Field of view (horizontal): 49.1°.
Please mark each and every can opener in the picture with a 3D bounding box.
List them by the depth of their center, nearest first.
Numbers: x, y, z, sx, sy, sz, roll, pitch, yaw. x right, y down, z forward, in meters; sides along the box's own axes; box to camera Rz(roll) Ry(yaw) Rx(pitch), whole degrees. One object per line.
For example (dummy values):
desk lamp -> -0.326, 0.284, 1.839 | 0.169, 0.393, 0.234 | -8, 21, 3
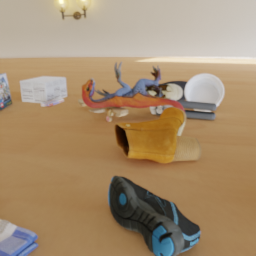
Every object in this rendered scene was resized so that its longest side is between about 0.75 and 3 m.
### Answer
can opener -> 1.916, -0.721, 10.008 | 2.388, 0.628, 0.794 | 7, 15, 21

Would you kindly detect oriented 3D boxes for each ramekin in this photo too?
ramekin -> 2.819, -1.237, 10.418 | 1.396, 1.396, 0.680 | 6, -14, 17

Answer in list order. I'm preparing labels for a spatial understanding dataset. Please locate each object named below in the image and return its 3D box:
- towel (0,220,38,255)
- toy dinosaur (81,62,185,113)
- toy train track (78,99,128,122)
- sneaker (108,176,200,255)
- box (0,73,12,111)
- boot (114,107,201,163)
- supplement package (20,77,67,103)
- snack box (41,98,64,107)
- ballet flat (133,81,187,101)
towel -> -2.308, 1.521, 3.669 | 1.879, 0.224, 1.380 | 11, 21, 29
toy dinosaur -> -0.028, -1.130, 9.185 | 2.699, 1.562, 2.974 | -29, 53, -26
toy train track -> -0.985, -0.663, 10.189 | 1.558, 0.442, 2.717 | -16, 23, -37
sneaker -> 0.288, 1.244, 4.126 | 0.690, 0.617, 1.684 | 2, 20, -37
box -> -5.143, -1.332, 10.810 | 0.359, 1.300, 1.904 | -4, 18, 1
boot -> 0.555, 0.008, 7.038 | 1.843, 0.906, 2.574 | 7, 24, -12
supplement package -> -3.833, -1.776, 12.829 | 1.324, 0.943, 1.700 | 6, 18, 18
snack box -> -3.242, -1.098, 12.029 | 0.408, 0.138, 1.134 | 7, 19, 18
ballet flat -> 1.452, -1.464, 11.936 | 2.775, 1.014, 1.014 | 2, 17, 15
